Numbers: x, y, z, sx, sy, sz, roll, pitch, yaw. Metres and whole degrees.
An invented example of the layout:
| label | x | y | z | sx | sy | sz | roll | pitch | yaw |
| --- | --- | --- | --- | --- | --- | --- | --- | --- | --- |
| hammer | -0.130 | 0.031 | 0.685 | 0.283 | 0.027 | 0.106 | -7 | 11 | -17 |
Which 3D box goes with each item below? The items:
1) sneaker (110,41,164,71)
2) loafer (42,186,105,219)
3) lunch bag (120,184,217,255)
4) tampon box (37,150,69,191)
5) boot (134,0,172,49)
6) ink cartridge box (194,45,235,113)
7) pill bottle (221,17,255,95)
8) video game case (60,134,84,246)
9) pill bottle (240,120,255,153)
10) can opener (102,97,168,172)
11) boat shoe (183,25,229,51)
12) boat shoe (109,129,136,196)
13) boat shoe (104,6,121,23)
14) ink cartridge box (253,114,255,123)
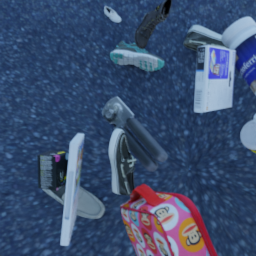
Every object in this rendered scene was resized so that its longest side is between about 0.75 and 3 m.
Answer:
| label | x | y | z | sx | sy | sz | roll | pitch | yaw |
| --- | --- | --- | --- | --- | --- | --- | --- | --- | --- |
| sneaker | 0.430 | -3.011 | 11.355 | 2.197 | 0.852 | 1.002 | 15 | 63 | 5 |
| loafer | -1.837 | 2.174 | 8.943 | 2.342 | 0.817 | 0.819 | 24 | 68 | 10 |
| lunch bag | 0.728 | 2.368 | 6.262 | 1.099 | 2.682 | 2.362 | -24 | 90 | -22 |
| tampon box | -1.634 | 0.920 | 6.165 | 0.475 | 0.564 | 0.752 | 4 | 98 | 18 |
| boot | 0.684 | -2.855 | 7.608 | 0.447 | 1.124 | 1.292 | 21 | 82 | -23 |
| ink cartridge box | 2.167 | -1.193 | 6.930 | 0.334 | 1.541 | 1.527 | 10 | 104 | 43 |
| pill bottle | 3.418 | -1.903 | 7.469 | 1.146 | 1.146 | 1.980 | -23 | 71 | -10 |
| video game case | -1.213 | 1.249 | 6.209 | 0.189 | 1.499 | 2.093 | 6 | 95 | -5 |
| pill bottle | 3.953 | 0.405 | 7.985 | 1.595 | 0.872 | 0.872 | 24 | 58 | -38 |
| can opener | 0.158 | 0.124 | 7.474 | 0.679 | 0.852 | 2.547 | -46 | 56 | 8 |
| boat shoe | 3.688 | -3.120 | 11.336 | 2.948 | 1.042 | 0.939 | 25 | 80 | 12 |
| boat shoe | -0.071 | 0.834 | 6.625 | 0.545 | 1.712 | 0.605 | 8 | 26 | 24 |
| boat shoe | -0.721 | -5.092 | 12.551 | 0.992 | 0.324 | 0.365 | 37 | 71 | 16 |
| ink cartridge box | 4.558 | 0.783 | 6.283 | 2.789 | 0.605 | 2.763 | 14 | 36 | -30 |
